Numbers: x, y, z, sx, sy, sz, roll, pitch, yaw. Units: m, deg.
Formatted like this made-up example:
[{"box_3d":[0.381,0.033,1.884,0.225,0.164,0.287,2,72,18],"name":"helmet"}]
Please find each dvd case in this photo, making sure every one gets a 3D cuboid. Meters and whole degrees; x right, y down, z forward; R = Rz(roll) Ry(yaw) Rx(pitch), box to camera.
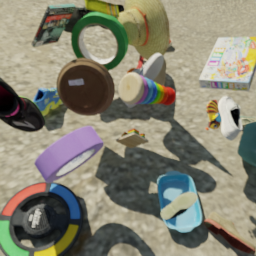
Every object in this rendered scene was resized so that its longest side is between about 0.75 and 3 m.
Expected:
[{"box_3d":[-2.507,-3.419,9.366,0.178,1.616,1.180,47,40,5],"name":"dvd case"}]

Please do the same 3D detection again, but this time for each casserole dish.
[{"box_3d":[1.648,2.448,9.295,1.276,0.409,2.107,-4,54,-4],"name":"casserole dish"}]

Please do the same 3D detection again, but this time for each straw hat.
[{"box_3d":[0.153,-3.641,10.241,1.203,2.842,2.842,-24,56,-26],"name":"straw hat"}]

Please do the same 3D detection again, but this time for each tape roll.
[{"box_3d":[-0.985,-2.934,9.677,1.955,1.955,0.470,12,37,9],"name":"tape roll"},{"box_3d":[-1.604,0.741,7.774,1.870,1.870,0.614,-33,81,-22],"name":"tape roll"}]

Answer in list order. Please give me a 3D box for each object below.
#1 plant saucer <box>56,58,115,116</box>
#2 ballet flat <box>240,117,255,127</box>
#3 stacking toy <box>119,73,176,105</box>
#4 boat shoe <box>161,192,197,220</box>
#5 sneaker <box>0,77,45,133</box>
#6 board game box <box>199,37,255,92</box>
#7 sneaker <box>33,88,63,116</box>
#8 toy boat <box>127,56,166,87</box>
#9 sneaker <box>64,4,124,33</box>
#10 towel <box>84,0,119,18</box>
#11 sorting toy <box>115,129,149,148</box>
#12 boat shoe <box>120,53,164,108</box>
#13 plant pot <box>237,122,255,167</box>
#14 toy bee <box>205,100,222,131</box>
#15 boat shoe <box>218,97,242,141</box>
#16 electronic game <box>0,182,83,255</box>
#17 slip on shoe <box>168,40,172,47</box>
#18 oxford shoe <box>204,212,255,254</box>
[{"box_3d":[-1.398,-1.239,9.002,1.939,1.939,0.286,6,25,5],"name":"plant saucer"},{"box_3d":[5.192,-0.206,11.335,1.494,0.504,0.466,0,81,5],"name":"ballet flat"},{"box_3d":[0.595,-0.891,6.998,1.713,0.731,0.731,1,42,-46],"name":"stacking toy"},{"box_3d":[1.050,1.616,5.720,0.829,0.275,0.310,-37,57,-6],"name":"boat shoe"},{"box_3d":[-3.436,-0.569,8.002,1.134,2.955,1.238,-40,54,-1],"name":"sneaker"},{"box_3d":[3.452,-2.169,9.276,1.531,0.390,2.277,9,55,32],"name":"board game box"},{"box_3d":[-3.182,-1.375,11.757,0.757,1.050,1.998,28,58,20],"name":"sneaker"},{"box_3d":[0.675,-2.462,12.505,1.651,1.648,2.525,-12,47,29],"name":"toy boat"},{"box_3d":[-1.527,-4.660,11.493,2.944,1.167,1.110,-15,89,-24],"name":"sneaker"},{"box_3d":[-0.806,-3.777,8.738,1.162,0.105,0.500,0,67,-33],"name":"towel"},{"box_3d":[0.128,0.329,9.043,0.770,0.775,0.270,-22,56,35],"name":"sorting toy"},{"box_3d":[0.418,-1.730,9.752,0.698,2.124,0.764,45,28,27],"name":"boat shoe"},{"box_3d":[4.772,0.590,9.906,1.476,1.839,1.839,18,54,28],"name":"plant pot"},{"box_3d":[2.552,-0.213,8.315,0.635,0.764,1.168,-25,70,5],"name":"toy bee"},{"box_3d":[2.887,-0.391,7.806,0.575,0.548,1.598,29,46,-8],"name":"boat shoe"},{"box_3d":[-2.763,2.932,8.831,2.670,0.556,2.670,0,54,0],"name":"electronic game"},{"box_3d":[1.307,-4.468,14.376,1.931,0.591,0.715,7,52,3],"name":"slip on shoe"},{"box_3d":[3.209,3.193,8.642,1.635,0.576,0.611,34,54,21],"name":"oxford shoe"}]
